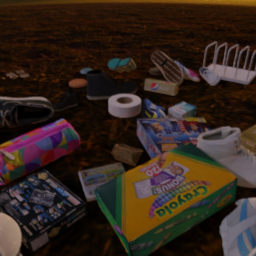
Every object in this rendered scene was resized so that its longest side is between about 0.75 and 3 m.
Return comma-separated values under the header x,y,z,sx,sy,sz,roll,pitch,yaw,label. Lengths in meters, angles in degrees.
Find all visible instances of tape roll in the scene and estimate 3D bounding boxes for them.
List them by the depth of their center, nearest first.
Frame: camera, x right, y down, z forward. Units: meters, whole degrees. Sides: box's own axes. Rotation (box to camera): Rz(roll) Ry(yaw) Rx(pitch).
x,y,z,sx,sy,sz,roll,pitch,yaw,label
-0.148,-0.918,11.383,1.341,0.469,1.341,0,31,0,tape roll

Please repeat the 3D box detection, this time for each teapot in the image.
x,y,z,sx,sy,sz,roll,pitch,yaw,label
-2.615,2.263,5.163,1.265,1.249,0.924,-11,18,-7,teapot

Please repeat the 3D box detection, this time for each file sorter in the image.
x,y,z,sx,sy,sz,roll,pitch,yaw,label
5.399,-3.507,14.736,2.518,1.568,1.747,19,35,30,file sorter

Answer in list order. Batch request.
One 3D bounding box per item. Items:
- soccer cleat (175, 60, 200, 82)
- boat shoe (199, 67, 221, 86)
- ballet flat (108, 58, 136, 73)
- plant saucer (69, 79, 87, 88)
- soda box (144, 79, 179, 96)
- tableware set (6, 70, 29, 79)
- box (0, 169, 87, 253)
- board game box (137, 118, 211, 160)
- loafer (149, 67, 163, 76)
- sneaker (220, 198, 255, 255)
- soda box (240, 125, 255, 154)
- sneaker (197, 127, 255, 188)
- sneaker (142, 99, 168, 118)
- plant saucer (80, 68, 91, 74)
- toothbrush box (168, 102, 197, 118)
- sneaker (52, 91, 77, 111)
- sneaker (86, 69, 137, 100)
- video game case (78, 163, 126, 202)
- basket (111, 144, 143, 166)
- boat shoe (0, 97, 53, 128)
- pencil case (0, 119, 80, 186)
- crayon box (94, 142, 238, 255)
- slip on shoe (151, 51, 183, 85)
x,y,z,sx,sy,sz,roll,pitch,yaw,label
2.910,-2.773,14.538,1.823,0.787,0.637,48,9,32,soccer cleat
3.992,-2.599,13.944,0.591,0.666,1.809,29,15,-16,boat shoe
-0.330,-3.325,15.150,0.789,0.789,2.232,-20,18,-30,ballet flat
-2.486,-2.244,13.968,0.940,0.152,0.940,0,31,0,plant saucer
1.527,-1.886,12.918,1.518,0.514,0.486,15,21,24,soda box
-5.937,-2.846,15.007,0.980,0.136,1.173,-22,37,-33,tableware set
-2.141,1.853,6.679,1.856,0.427,1.475,26,39,37,box
1.496,0.525,8.673,2.297,0.708,2.296,-1,32,-3,board game box
1.888,-3.235,15.252,1.643,0.554,0.625,-11,32,-18,loafer
2.277,2.368,5.489,0.985,0.933,2.439,-9,24,46,sneaker
4.321,0.290,9.137,1.904,0.645,0.609,-22,37,-32,soda box
3.080,0.741,7.536,2.612,1.509,0.962,1,29,-1,sneaker
0.992,-0.580,10.716,0.692,0.622,1.683,-1,31,-17,sneaker
-2.299,-3.183,15.578,0.771,0.148,0.771,0,30,0,plant saucer
2.110,-0.615,10.928,0.942,0.402,0.690,-26,38,-34,toothbrush box
-2.696,-1.132,11.570,1.212,0.644,0.453,-23,37,-34,sneaker
-0.697,-1.997,12.417,2.347,1.247,0.878,-11,34,-16,sneaker
-0.624,1.446,7.650,1.268,0.145,1.154,-11,31,-16,video game case
-0.044,0.697,8.335,0.771,0.550,0.574,17,64,28,basket
-4.244,-0.551,10.118,2.995,1.059,0.954,-11,26,-20,boat shoe
-2.713,0.637,8.086,1.178,1.178,2.665,26,39,36,pencil case
0.845,1.533,6.410,2.779,0.809,1.650,-24,38,-19,crayon box
2.077,-3.034,14.399,2.405,0.914,0.728,51,15,31,slip on shoe
